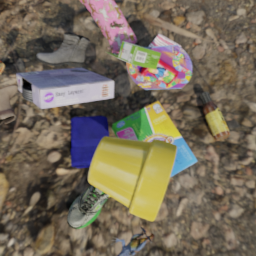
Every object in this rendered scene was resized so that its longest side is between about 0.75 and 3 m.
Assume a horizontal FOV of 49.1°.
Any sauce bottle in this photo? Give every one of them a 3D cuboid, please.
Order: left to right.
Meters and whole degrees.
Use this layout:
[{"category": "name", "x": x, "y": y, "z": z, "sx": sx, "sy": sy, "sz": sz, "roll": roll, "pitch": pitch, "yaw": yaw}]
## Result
[{"category": "sauce bottle", "x": 3.566, "y": -0.518, "z": 11.731, "sx": 0.701, "sy": 0.701, "sz": 2.125, "roll": -15, "pitch": 71, "yaw": -6}]

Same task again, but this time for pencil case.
[{"category": "pencil case", "x": -0.728, "y": -3.822, "z": 9.807, "sx": 1.079, "sy": 1.032, "sz": 2.493, "roll": -30, "pitch": 100, "yaw": 11}]

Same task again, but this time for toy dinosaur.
[{"category": "toy dinosaur", "x": 0.122, "y": 3.604, "z": 8.191, "sx": 1.277, "sy": 1.407, "sz": 0.739, "roll": -47, "pitch": 42, "yaw": 2}]

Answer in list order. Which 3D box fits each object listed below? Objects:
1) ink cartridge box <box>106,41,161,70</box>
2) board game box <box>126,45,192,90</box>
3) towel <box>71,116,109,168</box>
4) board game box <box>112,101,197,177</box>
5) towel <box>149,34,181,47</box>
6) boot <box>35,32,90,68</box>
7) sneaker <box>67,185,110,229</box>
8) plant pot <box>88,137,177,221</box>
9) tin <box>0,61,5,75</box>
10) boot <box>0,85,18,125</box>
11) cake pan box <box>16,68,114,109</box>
[{"category": "ink cartridge box", "x": 0.123, "y": -2.405, "z": 8.989, "sx": 1.484, "sy": 1.097, "sz": 0.562, "roll": 35, "pitch": 114, "yaw": 42}, {"category": "board game box", "x": 1.053, "y": -1.969, "z": 10.042, "sx": 2.399, "sy": 1.895, "sz": 0.467, "roll": 1, "pitch": 48, "yaw": 21}, {"category": "towel", "x": -1.545, "y": 0.565, "z": 11.430, "sx": 1.574, "sy": 0.528, "sz": 2.132, "roll": -3, "pitch": 67, "yaw": -8}, {"category": "board game box", "x": 1.003, "y": 0.654, "z": 11.102, "sx": 2.213, "sy": 0.583, "sz": 2.892, "roll": -28, "pitch": 76, "yaw": -14}, {"category": "towel", "x": 1.537, "y": -3.618, "z": 13.267, "sx": 1.294, "sy": 0.265, "sz": 1.769, "roll": 34, "pitch": 71, "yaw": 12}, {"category": "boot", "x": -2.116, "y": -2.586, "z": 9.058, "sx": 1.653, "sy": 1.088, "sz": 0.577, "roll": -5, "pitch": 38, "yaw": -32}, {"category": "sneaker", "x": -1.267, "y": 2.494, "z": 10.249, "sx": 1.037, "sy": 1.132, "sz": 2.658, "roll": 36, "pitch": 73, "yaw": 14}, {"category": "plant pot", "x": 0.071, "y": 1.181, "z": 7.713, "sx": 2.016, "sy": 2.142, "sz": 2.142, "roll": 19, "pitch": 69, "yaw": 6}, {"category": "tin", "x": -4.501, "y": -1.932, "z": 9.475, "sx": 0.828, "sy": 0.463, "sz": 0.173, "roll": -47, "pitch": 73, "yaw": 27}, {"category": "boot", "x": -4.101, "y": -0.699, "z": 9.307, "sx": 1.567, "sy": 0.550, "sz": 1.146, "roll": -39, "pitch": 66, "yaw": -22}, {"category": "cake pan box", "x": -2.268, "y": -1.485, "z": 9.764, "sx": 2.751, "sy": 0.720, "sz": 2.534, "roll": -14, "pitch": 26, "yaw": -34}]
